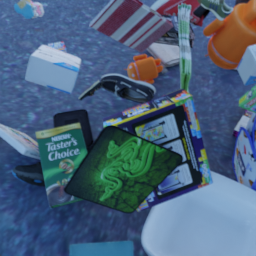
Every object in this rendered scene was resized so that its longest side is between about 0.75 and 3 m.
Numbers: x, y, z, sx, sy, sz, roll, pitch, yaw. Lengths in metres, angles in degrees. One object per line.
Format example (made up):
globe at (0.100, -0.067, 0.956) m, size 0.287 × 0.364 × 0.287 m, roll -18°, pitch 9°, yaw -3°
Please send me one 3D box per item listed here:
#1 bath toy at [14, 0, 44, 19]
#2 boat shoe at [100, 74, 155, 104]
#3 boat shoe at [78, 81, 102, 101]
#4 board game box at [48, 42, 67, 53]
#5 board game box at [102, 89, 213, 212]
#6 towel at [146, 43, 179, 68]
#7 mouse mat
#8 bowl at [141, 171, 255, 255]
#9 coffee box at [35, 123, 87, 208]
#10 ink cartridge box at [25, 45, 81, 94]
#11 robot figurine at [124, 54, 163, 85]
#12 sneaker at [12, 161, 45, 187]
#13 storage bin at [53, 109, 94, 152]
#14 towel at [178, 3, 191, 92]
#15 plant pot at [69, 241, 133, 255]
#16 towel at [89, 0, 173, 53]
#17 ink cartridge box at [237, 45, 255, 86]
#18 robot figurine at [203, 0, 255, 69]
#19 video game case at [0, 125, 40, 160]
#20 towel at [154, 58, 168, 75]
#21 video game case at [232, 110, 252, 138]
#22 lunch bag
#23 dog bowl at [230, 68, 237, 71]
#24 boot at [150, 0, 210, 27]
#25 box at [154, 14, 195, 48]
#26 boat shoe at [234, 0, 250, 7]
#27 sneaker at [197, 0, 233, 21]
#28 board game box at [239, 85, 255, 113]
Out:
bath toy at (-2.698, -3.273, 7.684) m, size 0.470 × 0.553 × 1.272 m, roll -9°, pitch 23°, yaw 1°
boat shoe at (-0.090, -1.232, 9.155) m, size 1.926 × 0.712 × 0.581 m, roll 18°, pitch 54°, yaw 12°
boat shoe at (-1.229, -1.178, 9.199) m, size 0.907 × 0.284 × 0.332 m, roll -41°, pitch 17°, yaw -15°
board game box at (-3.508, -3.923, 13.878) m, size 0.797 × 0.223 × 0.781 m, roll -15°, pitch 48°, yaw -13°
board game box at (0.722, 0.560, 6.435) m, size 1.959 × 2.370 × 0.672 m, roll -20°, pitch 25°, yaw -1°
towel at (1.605, -3.762, 13.265) m, size 1.474 × 0.383 × 2.224 m, roll -24°, pitch 62°, yaw -32°
mouse mat at (-0.145, 0.933, 5.461) m, size 1.665 × 2.069 × 0.078 m, roll 23°, pitch 33°, yaw -18°
bowl at (2.067, 2.662, 7.187) m, size 2.970 × 1.110 × 2.975 m, roll 24°, pitch 52°, yaw 20°
coffee box at (-1.797, 1.033, 8.049) m, size 1.369 × 0.490 × 2.227 m, roll -12°, pitch 68°, yaw -12°
ink cartridge box at (-2.208, -1.824, 8.530) m, size 1.335 × 0.783 × 1.823 m, roll 17°, pitch 20°, yaw -14°
robot figurine at (0.664, -2.442, 11.954) m, size 1.595 × 1.147 × 0.930 m, roll -17°, pitch 38°, yaw 1°
sneaker at (-2.325, 1.277, 8.587) m, size 2.264 × 0.829 × 0.927 m, roll 5°, pitch 63°, yaw -8°
storage bin at (-1.843, 0.298, 9.565) m, size 1.204 × 0.835 × 1.781 m, roll -10°, pitch 49°, yaw -9°
towel at (1.541, -1.885, 7.485) m, size 0.348 × 1.694 × 2.270 m, roll -2°, pitch 65°, yaw 11°
plant pot at (-0.539, 3.709, 6.110) m, size 1.399 × 1.400 × 1.981 m, roll -2°, pitch 55°, yaw -2°
towel at (0.117, -3.090, 8.387) m, size 2.107 × 1.518 × 0.240 m, roll 15°, pitch 58°, yaw -39°
ink cartridge box at (3.383, -1.597, 6.555) m, size 1.311 × 0.951 × 0.549 m, roll -16°, pitch 69°, yaw 0°
robot figurine at (3.569, -2.945, 9.137) m, size 1.830 × 2.544 × 1.484 m, roll -13°, pitch 68°, yaw -24°
video game case at (-3.318, 0.484, 8.912) m, size 1.866 × 1.698 × 0.221 m, roll 30°, pitch 85°, yaw 25°
towel at (1.094, -2.735, 12.848) m, size 1.083 × 0.194 × 1.125 m, roll -21°, pitch 53°, yaw -15°
video game case at (5.234, 0.000, 10.066) m, size 2.271 × 0.407 × 2.058 m, roll 27°, pitch 57°, yaw 23°
lunch bag at (4.010, 0.550, 8.093) m, size 1.681 × 2.308 × 2.715 m, roll 19°, pitch 61°, yaw 23°
dog bowl at (5.209, -3.546, 13.180) m, size 2.017 × 0.744 × 2.017 m, roll 0°, pitch 47°, yaw 0°
boot at (1.926, -4.338, 11.011) m, size 2.452 × 0.888 × 1.769 m, roll -35°, pitch 77°, yaw 10°
box at (1.407, -3.456, 10.028) m, size 1.691 × 0.534 × 2.145 m, roll 14°, pitch 7°, yaw 18°
boat shoe at (3.922, -4.153, 9.570) m, size 0.723 × 2.538 × 0.849 m, roll 34°, pitch 63°, yaw 22°
sneaker at (2.415, -3.411, 7.667) m, size 1.070 × 0.480 × 0.359 m, roll 29°, pitch 69°, yaw -22°
board game box at (3.454, -0.781, 5.999) m, size 1.211 × 1.799 × 0.262 m, roll 21°, pitch 60°, yaw -8°
